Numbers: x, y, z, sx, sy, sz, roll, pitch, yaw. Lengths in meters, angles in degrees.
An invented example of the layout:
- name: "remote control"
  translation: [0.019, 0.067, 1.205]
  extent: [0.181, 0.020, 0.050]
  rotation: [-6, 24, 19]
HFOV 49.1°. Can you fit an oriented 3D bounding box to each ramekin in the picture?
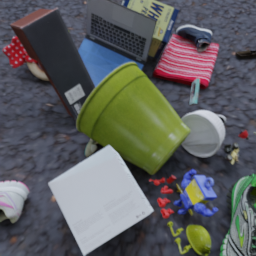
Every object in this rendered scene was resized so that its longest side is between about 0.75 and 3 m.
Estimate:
- name: "ramekin"
  translation: [1.937, 0.112, 7.316]
  extent: [1.234, 1.234, 0.575]
  rotation: [34, 43, 25]

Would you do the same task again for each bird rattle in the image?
- name: "bird rattle"
  translation: [-2.811, -2.429, 9.247]
  extent: [2.231, 1.257, 1.819]
  rotation: [-30, 91, -5]

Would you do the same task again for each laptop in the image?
- name: "laptop"
  translation: [-0.611, -2.313, 8.344]
  extent: [2.179, 2.328, 1.349]
  rotation: [27, 55, 8]

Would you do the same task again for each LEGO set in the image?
- name: "LEGO set"
  translation: [3.472, 0.035, 6.720]
  extent: [0.732, 2.584, 1.678]
  rotation: [42, 43, 2]

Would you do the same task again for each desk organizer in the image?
- name: "desk organizer"
  translation: [-1.901, -1.690, 7.714]
  extent: [1.029, 2.870, 1.105]
  rotation: [-39, 40, -19]

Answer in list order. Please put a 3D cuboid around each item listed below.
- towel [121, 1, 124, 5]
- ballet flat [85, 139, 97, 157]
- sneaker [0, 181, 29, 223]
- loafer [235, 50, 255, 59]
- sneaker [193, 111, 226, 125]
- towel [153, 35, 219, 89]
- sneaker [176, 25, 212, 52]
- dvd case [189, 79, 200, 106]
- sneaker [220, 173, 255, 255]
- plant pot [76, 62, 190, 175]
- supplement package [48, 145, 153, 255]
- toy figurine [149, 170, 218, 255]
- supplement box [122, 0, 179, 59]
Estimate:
- name: "towel"
  translation: [0.153, -4.608, 11.409]
  extent: [1.107, 0.191, 1.066]
  rotation: [19, 73, -1]
- name: "ballet flat"
  translation: [-0.943, 0.442, 7.578]
  extent: [0.281, 0.281, 0.809]
  rotation: [8, 51, 7]
- name: "sneaker"
  translation: [-3.250, 1.740, 6.153]
  extent: [1.977, 0.804, 0.872]
  rotation: [-6, 50, -3]
- name: "loafer"
  translation: [4.342, -2.743, 10.247]
  extent: [0.856, 0.305, 0.312]
  rotation: [-2, 51, -5]
- name: "sneaker"
  translation: [2.290, -0.286, 8.016]
  extent: [1.064, 0.436, 0.398]
  rotation: [3, 94, 5]
- name: "towel"
  translation: [2.137, -2.458, 10.040]
  extent: [1.902, 0.296, 2.630]
  rotation: [16, 52, 12]
- name: "sneaker"
  translation: [2.421, -3.302, 10.381]
  extent: [1.333, 0.507, 0.963]
  rotation: [10, 55, 7]
- name: "dvd case"
  translation: [1.888, -1.001, 8.000]
  extent: [0.104, 0.944, 0.689]
  rotation: [6, 93, 6]
- name: "sneaker"
  translation: [2.476, 2.083, 5.522]
  extent: [1.024, 1.118, 2.624]
  rotation: [12, 58, -1]
- name: "plant pot"
  translation: [0.272, -0.060, 6.922]
  extent: [2.153, 2.236, 2.236]
  rotation: [42, 60, 12]
- name: "supplement package"
  translation: [-0.505, 1.428, 5.696]
  extent: [1.440, 1.108, 1.506]
  rotation: [-32, 74, -1]
- name: "toy figurine"
  translation: [1.374, 1.519, 5.855]
  extent: [0.993, 1.128, 1.883]
  rotation: [18, 35, -35]
- name: "supplement box"
  translation: [0.560, -3.386, 9.452]
  extent: [1.715, 1.717, 1.153]
  rotation: [21, 86, -2]
